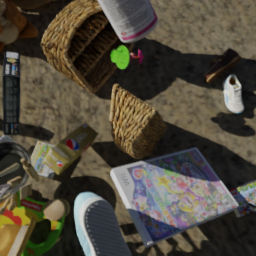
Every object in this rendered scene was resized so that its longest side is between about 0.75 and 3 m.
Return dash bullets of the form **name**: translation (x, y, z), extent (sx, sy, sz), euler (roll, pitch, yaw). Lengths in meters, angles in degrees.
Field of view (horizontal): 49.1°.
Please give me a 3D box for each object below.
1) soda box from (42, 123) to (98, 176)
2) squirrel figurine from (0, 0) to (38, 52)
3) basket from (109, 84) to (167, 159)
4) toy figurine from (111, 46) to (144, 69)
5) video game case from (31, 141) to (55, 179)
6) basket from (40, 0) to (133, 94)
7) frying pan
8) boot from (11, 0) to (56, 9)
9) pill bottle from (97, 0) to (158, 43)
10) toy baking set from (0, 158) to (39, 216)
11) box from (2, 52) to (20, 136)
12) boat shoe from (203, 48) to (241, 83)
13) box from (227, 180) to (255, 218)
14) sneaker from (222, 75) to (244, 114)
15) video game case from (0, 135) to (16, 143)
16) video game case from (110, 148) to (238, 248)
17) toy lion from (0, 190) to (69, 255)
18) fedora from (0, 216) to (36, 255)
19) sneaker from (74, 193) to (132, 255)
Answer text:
- **soda box**: translation (-1.568, 0.545, 7.915), extent (0.579, 0.613, 1.810), euler (39, 31, 3)
- **squirrel figurine**: translation (-4.849, -4.428, 9.642), extent (2.094, 2.762, 2.959), euler (-30, 70, -12)
- **basket**: translation (0.053, -0.050, 8.102), extent (1.486, 1.995, 1.424), euler (34, 87, 20)
- **toy figurine**: translation (0.044, -1.998, 7.931), extent (0.757, 0.617, 0.822), euler (-11, 23, -38)
- **video game case**: translation (-2.568, 0.980, 8.653), extent (0.888, 0.112, 0.975), euler (15, 73, 11)
- **basket**: translation (-1.257, -2.937, 9.475), extent (2.013, 1.929, 2.702), euler (34, 72, 14)
- **frying pan**: translation (-3.254, 1.593, 7.329), extent (1.564, 0.421, 2.586), euler (-10, 69, -1)
- **boot**: translation (-3.682, -5.842, 11.449), extent (2.480, 0.897, 2.063), euler (-5, 55, -1)
- **pill bottle**: translation (-0.190, -3.995, 8.475), extent (1.407, 2.482, 1.407), euler (-21, 40, 19)
- **toy baking set**: translation (-2.578, 1.319, 6.357), extent (0.190, 1.634, 1.254), euler (21, 53, 19)
- **box**: translation (-2.973, -0.874, 7.178), extent (0.393, 1.710, 1.359), euler (1, 36, -21)
- **boat shoe**: translation (3.220, -2.233, 9.916), extent (1.719, 0.605, 0.604), euler (-36, 77, -22)
- **box**: translation (3.775, 2.005, 8.301), extent (1.523, 0.264, 0.838), euler (-17, 68, -7)
- **sneaker**: translation (3.570, -1.134, 9.467), extent (0.526, 0.555, 1.374), euler (-9, 68, -5)
- **video game case**: translation (-3.749, 0.756, 8.668), extent (0.870, 0.100, 0.791), euler (45, 68, -14)
- **video game case**: translation (1.265, 1.673, 7.559), extent (2.964, 0.267, 2.123), euler (-11, 53, -28)
- **toy lion**: translation (-3.134, 2.813, 7.729), extent (2.422, 0.831, 2.321), euler (18, 78, 2)
- **fedora**: translation (-2.851, 2.865, 6.647), extent (0.728, 1.786, 1.786), euler (24, 68, -10)
- **sneaker**: translation (-0.599, 2.708, 6.530), extent (1.002, 1.110, 2.710), euler (-14, 103, -24)
